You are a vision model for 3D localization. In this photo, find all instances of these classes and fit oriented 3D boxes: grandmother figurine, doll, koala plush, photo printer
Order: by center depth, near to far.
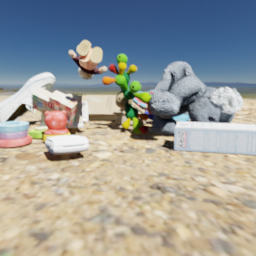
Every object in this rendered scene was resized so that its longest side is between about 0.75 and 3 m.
[{"bbox_3d":[-1.440,0.392,6.603,0.878,0.366,1.055,-4,3,-25],"label":"photo printer"},{"bbox_3d":[-1.243,-1.913,8.378,1.215,0.607,2.004,38,-12,-3],"label":"grandmother figurine"},{"bbox_3d":[2.184,-0.782,8.710,2.474,2.273,2.194,19,-19,16],"label":"koala plush"},{"bbox_3d":[1.302,-0.418,11.056,1.501,1.024,0.364,28,-28,9],"label":"doll"}]

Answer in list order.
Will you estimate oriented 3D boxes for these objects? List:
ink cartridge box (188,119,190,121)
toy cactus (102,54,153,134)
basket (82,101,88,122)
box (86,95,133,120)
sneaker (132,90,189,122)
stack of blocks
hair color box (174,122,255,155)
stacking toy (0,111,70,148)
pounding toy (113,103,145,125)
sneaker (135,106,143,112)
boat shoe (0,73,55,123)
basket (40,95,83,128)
[{"bbox_3d":[3.180,-0.756,13.609,1.829,0.770,1.322,6,11,34],"label":"ink cartridge box"},{"bbox_3d":[-0.120,-1.087,10.296,1.493,2.920,2.409,-24,-1,-16],"label":"toy cactus"},{"bbox_3d":[-2.334,-0.721,12.328,0.739,0.919,0.910,-6,-8,40],"label":"basket"},{"bbox_3d":[-0.881,-0.953,13.376,2.202,1.046,0.856,0,-18,8],"label":"box"},{"bbox_3d":[1.393,-1.201,11.974,2.893,1.382,1.147,24,1,12],"label":"sneaker"},{"bbox_3d":[-2.326,-0.735,8.854,1.405,0.809,0.411,26,43,7],"label":"stack of blocks"},{"bbox_3d":[2.349,0.250,7.522,2.137,0.648,1.058,3,10,14],"label":"hair color box"},{"bbox_3d":[-2.952,-0.062,8.528,2.109,0.891,1.909,-6,10,-26],"label":"stacking toy"},{"bbox_3d":[0.185,-0.667,12.097,1.805,1.036,1.032,2,6,30],"label":"pounding toy"},{"bbox_3d":[1.034,-0.750,14.257,1.524,0.602,0.727,14,44,-31],"label":"sneaker"},{"bbox_3d":[-4.032,-1.018,11.455,2.880,1.228,1.064,-37,-23,-8],"label":"boat shoe"},{"bbox_3d":[-2.493,-0.570,10.364,1.507,1.212,1.494,-1,0,-18],"label":"basket"}]
